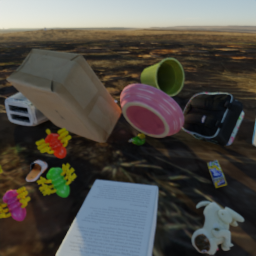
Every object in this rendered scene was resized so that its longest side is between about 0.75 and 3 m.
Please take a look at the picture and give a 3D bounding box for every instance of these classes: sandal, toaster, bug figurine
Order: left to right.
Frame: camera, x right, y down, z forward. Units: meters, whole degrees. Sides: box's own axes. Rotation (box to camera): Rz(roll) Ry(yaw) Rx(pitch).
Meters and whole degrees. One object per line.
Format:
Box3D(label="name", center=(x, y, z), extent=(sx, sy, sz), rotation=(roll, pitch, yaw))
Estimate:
Box3D(label="bug figurine", center=(-2.170, 1.025, 6.132), extent=(2.332, 0.600, 1.809), rotation=(-27, 54, -14))
Box3D(label="toaster", center=(-3.795, -0.772, 11.033), extent=(2.057, 1.169, 1.329), rotation=(11, 29, 24))
Box3D(label="sandal", center=(-2.471, 1.093, 7.579), extent=(0.375, 0.280, 0.978), rotation=(1, 22, 2))

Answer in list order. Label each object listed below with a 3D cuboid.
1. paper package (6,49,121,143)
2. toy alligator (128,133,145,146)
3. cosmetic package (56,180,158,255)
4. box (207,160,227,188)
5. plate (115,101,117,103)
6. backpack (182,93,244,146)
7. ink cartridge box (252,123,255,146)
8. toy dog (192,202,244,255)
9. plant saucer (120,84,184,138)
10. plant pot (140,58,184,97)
Box3D(label="paper package", center=(-2.044, -1.038, 9.311), extent=(2.673, 2.804, 1.451), rotation=(16, 66, 36))
Box3D(label="toy alligator", center=(0.325, 0.429, 9.057), extent=(0.345, 0.316, 1.165), rotation=(-39, -7, 22))
Box3D(label="cosmetic package", center=(-0.266, 1.968, 4.580), extent=(1.306, 0.917, 2.574), rotation=(4, 23, 10))
Box3D(label="box", center=(2.292, 1.184, 7.267), extent=(0.299, 0.274, 0.852), rotation=(-19, 19, 12))
Box3D(label="plate", center=(-1.145, -1.049, 12.853), extent=(0.988, 0.160, 0.990), rotation=(11, 33, 28))
Box3D(label="backpack", center=(2.699, -0.311, 9.178), extent=(1.380, 1.628, 1.833), rotation=(29, -7, -37))
Box3D(label="ink cartridge box", center=(5.557, -0.128, 8.728), extent=(2.603, 1.673, 1.630), rotation=(-9, 22, -23))
Box3D(label="toy dog", center=(1.526, 1.852, 5.079), extent=(0.872, 0.628, 0.900), rotation=(37, 69, 12))
Box3D(label="plant saucer", center=(0.666, -0.427, 9.099), extent=(2.262, 2.262, 0.573), rotation=(15, 58, 32))
Box3D(label="plant pot", center=(1.682, -2.720, 15.203), extent=(1.972, 1.972, 1.873), rotation=(-14, 15, -30))
